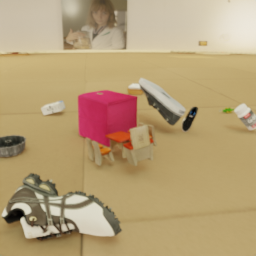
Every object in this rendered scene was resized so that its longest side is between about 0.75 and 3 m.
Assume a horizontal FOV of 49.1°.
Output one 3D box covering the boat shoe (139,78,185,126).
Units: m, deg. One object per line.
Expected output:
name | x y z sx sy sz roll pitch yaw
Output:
boat shoe | 1.071 -1.030 10.372 0.878 0.724 2.557 11 27 -41

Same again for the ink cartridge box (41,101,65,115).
ink cartridge box | -3.260 -0.864 12.198 0.837 0.353 0.611 -14 17 11

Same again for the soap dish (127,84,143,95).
soap dish | 0.502 -2.220 16.111 0.875 0.452 1.112 6 21 16

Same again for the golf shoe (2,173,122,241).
golf shoe | -1.237 1.663 5.050 2.304 0.896 1.089 10 41 27

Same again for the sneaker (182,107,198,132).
sneaker | 2.165 -0.327 9.936 0.358 0.980 0.548 25 3 11

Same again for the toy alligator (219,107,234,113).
toy alligator | 4.332 -0.755 12.434 0.778 0.231 0.211 -6 -21 -13

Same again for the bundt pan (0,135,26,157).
bundt pan | -3.593 0.573 8.447 1.033 0.388 1.033 0 19 0

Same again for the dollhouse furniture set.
dollhouse furniture set | -0.050 0.314 7.708 1.856 0.956 1.836 -16 15 -25

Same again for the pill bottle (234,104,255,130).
pill bottle | 4.282 -0.397 10.067 0.507 0.891 0.507 -42 6 5

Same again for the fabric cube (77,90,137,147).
fabric cube | -0.696 -0.403 9.553 1.474 1.478 1.450 18 25 40
